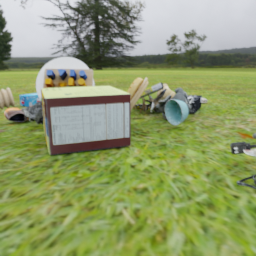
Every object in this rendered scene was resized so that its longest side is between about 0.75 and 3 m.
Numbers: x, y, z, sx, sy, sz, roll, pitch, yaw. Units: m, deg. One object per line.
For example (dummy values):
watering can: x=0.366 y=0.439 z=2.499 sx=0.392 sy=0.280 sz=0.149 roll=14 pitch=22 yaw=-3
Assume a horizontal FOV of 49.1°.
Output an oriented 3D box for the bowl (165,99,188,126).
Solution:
bowl: x=1.782 y=-0.589 z=9.967 sx=0.489 sy=0.936 sz=0.936 roll=-14 pitch=19 yaw=-31

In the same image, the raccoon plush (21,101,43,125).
raccoon plush: x=-3.169 y=-0.839 z=10.088 sx=1.038 sy=1.549 sz=0.750 roll=37 pitch=6 yaw=34

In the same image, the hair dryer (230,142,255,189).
hair dryer: x=3.386 y=0.919 z=5.977 sx=2.259 sy=0.614 sz=1.721 roll=-2 pitch=31 yaw=10

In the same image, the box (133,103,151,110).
box: x=0.738 y=-1.057 z=13.884 sx=0.819 sy=0.202 sz=0.654 roll=7 pitch=14 yaw=25

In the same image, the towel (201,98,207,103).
towel: x=3.375 y=-1.494 z=15.419 sx=1.710 sy=0.295 sz=1.134 roll=-7 pitch=18 yaw=-26

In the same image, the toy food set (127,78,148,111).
toy food set: x=0.066 y=-1.018 z=10.018 sx=0.473 sy=1.926 sz=1.945 roll=33 pitch=23 yaw=-3

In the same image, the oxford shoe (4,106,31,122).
oxford shoe: x=-3.932 y=-0.471 z=11.037 sx=1.685 sy=0.601 sz=0.614 roll=-11 pitch=31 yaw=-28

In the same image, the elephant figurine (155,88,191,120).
elephant figurine: x=1.691 y=-0.861 z=11.447 sx=1.550 sy=1.097 sz=1.202 roll=-20 pitch=-26 yaw=23

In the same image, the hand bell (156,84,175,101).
hand bell: x=2.585 y=-1.492 z=14.641 sx=1.992 sy=1.037 sz=1.037 roll=28 pitch=27 yaw=30

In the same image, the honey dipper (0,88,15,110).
honey dipper: x=-4.545 y=-0.441 z=7.243 sx=2.987 sy=0.567 sz=0.567 roll=-18 pitch=21 yaw=-23

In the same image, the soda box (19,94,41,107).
soda box: x=-4.870 y=-1.540 z=15.010 sx=0.593 sy=0.561 sz=1.749 roll=11 pitch=19 yaw=37

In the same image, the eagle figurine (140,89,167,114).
eagle figurine: x=1.217 y=-1.179 z=12.526 sx=1.333 sy=1.006 sz=1.011 roll=-10 pitch=-9 yaw=-21

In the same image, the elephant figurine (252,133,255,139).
elephant figurine: x=4.313 y=0.186 z=7.962 sx=0.780 sy=1.103 sz=0.855 roll=-13 pitch=59 yaw=-25

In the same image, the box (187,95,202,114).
box: x=2.762 y=-1.154 z=13.315 sx=1.181 sy=0.660 sz=1.673 roll=7 pitch=16 yaw=23

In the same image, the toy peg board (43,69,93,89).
toy peg board: x=-2.607 y=-1.635 z=11.710 sx=2.124 sy=2.116 sz=1.039 roll=1 pitch=-13 yaw=-1

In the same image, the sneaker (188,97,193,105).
sneaker: x=2.366 y=-0.940 z=11.944 sx=1.145 sy=0.431 sz=0.507 roll=-49 pitch=5 yaw=-24

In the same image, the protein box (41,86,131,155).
protein box: x=-1.354 y=-0.360 z=8.454 sx=2.282 sy=1.540 sz=2.266 roll=-5 pitch=15 yaw=-18

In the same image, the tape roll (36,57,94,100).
tape roll: x=-2.795 y=-1.899 z=12.563 sx=2.595 sy=2.595 sz=0.474 roll=0 pitch=-11 yaw=-1

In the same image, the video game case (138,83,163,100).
video game case: x=0.858 y=-1.615 z=12.944 sx=1.614 sy=0.228 sz=1.786 roll=-22 pitch=1 yaw=8
